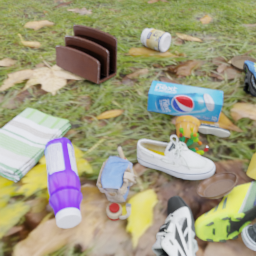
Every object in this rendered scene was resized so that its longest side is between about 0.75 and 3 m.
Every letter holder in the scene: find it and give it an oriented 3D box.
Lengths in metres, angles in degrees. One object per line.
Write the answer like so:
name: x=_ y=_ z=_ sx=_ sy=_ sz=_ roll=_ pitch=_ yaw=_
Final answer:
letter holder: x=-1.810 y=-3.262 z=12.022 sx=2.523 sy=1.794 sz=1.269 roll=26 pitch=41 yaw=26

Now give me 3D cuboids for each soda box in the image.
soda box: x=2.076 y=-0.983 z=10.320 sx=2.608 sy=0.837 sz=0.885 roll=10 pitch=43 yaw=12

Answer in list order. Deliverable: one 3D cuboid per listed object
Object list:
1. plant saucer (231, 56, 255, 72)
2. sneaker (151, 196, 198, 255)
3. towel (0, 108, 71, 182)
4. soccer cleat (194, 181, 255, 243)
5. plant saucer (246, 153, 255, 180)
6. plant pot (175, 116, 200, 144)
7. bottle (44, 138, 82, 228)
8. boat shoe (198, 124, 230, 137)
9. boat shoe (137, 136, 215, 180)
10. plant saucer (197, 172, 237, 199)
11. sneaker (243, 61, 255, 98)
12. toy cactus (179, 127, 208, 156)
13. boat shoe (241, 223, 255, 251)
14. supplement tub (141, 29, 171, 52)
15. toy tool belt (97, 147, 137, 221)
plant saucer: x=5.444 y=-2.954 z=12.981 sx=1.329 sy=0.196 sz=1.329 roll=0 pitch=42 yaw=0
sneaker: x=1.002 y=2.485 z=6.417 sx=0.963 sy=0.806 sz=2.176 roll=6 pitch=41 yaw=-10
towel: x=-3.479 y=0.348 z=9.159 sx=2.073 sy=0.426 sz=2.779 roll=18 pitch=45 yaw=18
soccer cleat: x=2.660 y=2.070 z=7.137 sx=2.535 sy=0.820 sz=1.060 roll=-20 pitch=23 yaw=-17
plant saucer: x=4.372 y=1.181 z=7.691 sx=1.877 sy=0.455 sz=1.877 roll=22 pitch=23 yaw=23
plant pot: x=1.923 y=0.113 z=9.236 sx=0.793 sy=0.793 sz=0.726 roll=9 pitch=58 yaw=10
bottle: x=-1.741 y=1.415 z=7.517 sx=0.823 sy=1.054 sz=2.522 roll=-11 pitch=44 yaw=-12
boat shoe: x=2.924 y=0.060 z=9.514 sx=1.040 sy=0.389 sz=0.321 roll=8 pitch=47 yaw=27
boat shoe: x=1.311 y=0.719 z=8.054 sx=2.342 sy=0.999 sz=0.865 roll=13 pitch=40 yaw=29
plant saucer: x=2.276 y=1.493 z=7.092 sx=1.064 sy=0.195 sz=1.064 roll=-28 pitch=9 yaw=5
sneaker: x=4.998 y=-1.969 z=11.279 sx=0.950 sy=1.110 sz=2.679 roll=24 pitch=29 yaw=2
toy cactus: x=1.883 y=0.560 z=8.739 sx=0.957 sy=1.160 sz=0.593 roll=-44 pitch=21 yaw=1
boat shoe: x=3.639 y=2.431 z=6.336 sx=2.099 sy=0.744 sz=0.756 roll=4 pitch=49 yaw=-19
supplement tub: x=1.376 y=-4.409 z=14.030 sx=1.293 sy=0.933 sz=0.933 roll=27 pitch=49 yaw=27
toy tool belt: x=-0.318 y=1.430 z=7.470 sx=1.088 sy=1.071 sz=1.743 roll=3 pitch=42 yaw=4
